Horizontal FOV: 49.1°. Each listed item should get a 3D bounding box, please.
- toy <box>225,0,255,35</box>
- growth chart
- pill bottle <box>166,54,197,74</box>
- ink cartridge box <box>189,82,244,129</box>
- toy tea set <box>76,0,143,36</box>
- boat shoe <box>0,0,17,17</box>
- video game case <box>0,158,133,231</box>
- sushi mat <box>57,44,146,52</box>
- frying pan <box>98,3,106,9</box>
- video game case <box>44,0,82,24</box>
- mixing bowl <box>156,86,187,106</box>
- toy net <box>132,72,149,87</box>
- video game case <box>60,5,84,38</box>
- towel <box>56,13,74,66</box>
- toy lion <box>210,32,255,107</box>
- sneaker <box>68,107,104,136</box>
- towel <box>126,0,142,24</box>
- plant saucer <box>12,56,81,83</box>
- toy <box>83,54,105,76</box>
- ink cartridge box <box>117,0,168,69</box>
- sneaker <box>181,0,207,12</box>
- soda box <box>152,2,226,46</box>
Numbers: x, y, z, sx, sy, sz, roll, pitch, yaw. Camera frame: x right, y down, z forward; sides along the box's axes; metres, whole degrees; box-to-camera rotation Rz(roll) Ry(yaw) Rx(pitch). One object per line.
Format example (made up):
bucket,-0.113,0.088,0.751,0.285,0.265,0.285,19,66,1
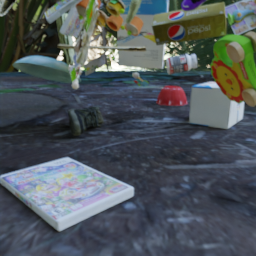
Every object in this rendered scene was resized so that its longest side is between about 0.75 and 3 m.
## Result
toy,3.769,-3.460,7.732,2.035,1.172,0.480,-21,-30,17
growth chart,-0.978,-2.071,6.218,0.193,2.172,1.572,11,19,-22
pill bottle,2.416,-2.922,12.747,1.315,0.762,0.762,-9,13,7
ink cartridge box,3.395,-0.929,10.568,1.459,1.434,1.982,10,17,33
toy tea set,-0.600,-3.028,7.850,2.071,0.766,1.231,25,-12,34
boat shoe,-3.358,-3.749,7.977,0.425,1.358,0.483,34,-10,18
video game case,-1.205,1.087,5.266,1.565,0.197,2.186,-14,20,-42
sushi mat,-0.768,-2.314,8.099,2.361,0.143,1.129,10,19,24
frying pan,-0.999,-4.423,10.123,0.816,0.133,0.494,2,46,-17
video game case,-1.576,-3.206,7.216,1.297,0.163,1.425,-35,33,2
mixing bowl,2.329,-1.742,14.903,1.655,0.896,1.655,-1,15,0
toy net,0.378,-1.796,10.221,0.489,0.180,0.932,18,-15,36
video game case,-1.756,-4.060,10.001,0.192,1.677,1.526,32,15,-1
towel,-2.692,-3.921,12.306,0.541,2.201,2.966,-7,23,-8
toy lion,2.571,-1.373,6.818,0.637,1.855,1.778,-33,25,-4
sneaker,-1.404,-0.298,9.416,1.207,0.806,2.107,-9,10,-9
towel,0.148,-2.599,5.956,0.141,0.572,0.770,24,50,-3
plant saucer,-2.608,-1.962,9.215,2.195,0.423,2.195,10,-2,0
toy,-1.355,-2.526,11.042,0.235,0.572,0.994,39,62,24
ink cartridge box,0.541,-3.497,10.140,1.678,2.320,1.708,4,29,7
sneaker,1.577,-2.909,6.063,1.000,0.348,0.497,-19,-7,27
soda box,1.499,-2.546,6.901,1.729,0.586,0.553,-3,49,19
